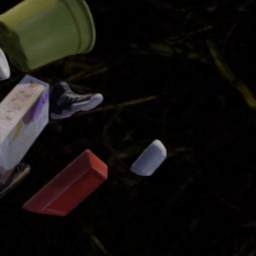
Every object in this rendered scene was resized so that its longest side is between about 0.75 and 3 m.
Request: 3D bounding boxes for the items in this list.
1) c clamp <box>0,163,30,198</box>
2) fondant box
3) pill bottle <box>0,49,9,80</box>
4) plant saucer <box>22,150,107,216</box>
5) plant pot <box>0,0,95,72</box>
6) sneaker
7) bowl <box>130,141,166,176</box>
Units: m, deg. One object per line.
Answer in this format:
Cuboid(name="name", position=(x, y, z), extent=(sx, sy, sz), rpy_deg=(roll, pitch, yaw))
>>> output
Cuboid(name="c clamp", position=(-3.887, 1.840, 8.281), extent=(2.702, 2.309, 0.366), rpy_deg=(-35, 101, 7))
Cuboid(name="fondant box", position=(-3.369, 0.027, 8.372), extent=(0.788, 1.953, 2.707), rpy_deg=(23, 52, 0))
Cuboid(name="pill bottle", position=(-6.403, -2.468, 11.690), extent=(2.381, 1.424, 1.424), rpy_deg=(-15, 71, -6))
Cuboid(name="plant saucer", position=(-1.519, 1.701, 7.791), extent=(2.142, 2.147, 0.394), rpy_deg=(-41, 70, -6))
Cuboid(name="plant pot", position=(-2.959, -3.259, 9.522), extent=(2.742, 2.742, 2.521), rpy_deg=(40, 59, 13))
Cuboid(name="sneaker", position=(-1.538, -0.873, 7.742), extent=(1.645, 0.621, 0.936), rpy_deg=(-18, 87, 21))
Cuboid(name="bowl", position=(0.576, 0.817, 6.978), extent=(0.372, 0.996, 0.998), rpy_deg=(41, 91, 18))
